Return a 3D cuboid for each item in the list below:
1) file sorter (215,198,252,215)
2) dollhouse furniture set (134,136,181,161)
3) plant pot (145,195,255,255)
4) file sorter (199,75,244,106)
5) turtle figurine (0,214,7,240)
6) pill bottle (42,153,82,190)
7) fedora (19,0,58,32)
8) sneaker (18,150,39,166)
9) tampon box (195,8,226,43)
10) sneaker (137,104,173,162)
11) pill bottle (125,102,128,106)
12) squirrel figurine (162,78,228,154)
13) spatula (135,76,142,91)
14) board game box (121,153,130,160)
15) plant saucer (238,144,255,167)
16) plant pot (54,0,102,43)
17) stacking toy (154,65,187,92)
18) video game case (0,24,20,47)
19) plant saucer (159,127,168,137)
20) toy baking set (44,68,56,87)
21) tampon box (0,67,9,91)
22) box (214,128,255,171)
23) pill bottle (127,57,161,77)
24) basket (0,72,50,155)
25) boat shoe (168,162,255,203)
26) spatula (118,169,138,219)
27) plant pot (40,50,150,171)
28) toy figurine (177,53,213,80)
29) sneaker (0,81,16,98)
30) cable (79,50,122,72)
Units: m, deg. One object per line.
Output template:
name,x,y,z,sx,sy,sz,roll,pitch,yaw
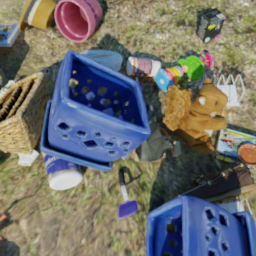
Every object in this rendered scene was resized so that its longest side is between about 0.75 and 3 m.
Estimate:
file sorter,3.225,2.596,8.666,0.957,0.596,0.664,-7,60,-5
dollhouse furniture set,0.961,0.669,9.683,1.528,0.676,0.792,-7,76,-4
plant pot,1.867,3.274,7.100,2.217,2.466,2.465,10,61,-14
file sorter,3.668,-1.507,10.995,1.453,0.904,1.008,0,59,-1
turtle figurine,-4.227,3.711,7.818,2.423,0.780,1.954,-36,65,-19
pill bottle,-2.255,1.028,9.346,1.067,1.067,1.843,-17,60,-10
fedora,-3.886,-5.267,12.644,1.123,2.754,2.754,30,58,-18
sneaker,-3.753,0.946,9.795,1.062,0.391,0.614,20,59,12
tampon box,3.734,-4.657,12.758,0.869,1.159,0.732,-23,61,-14
sneaker,0.934,0.185,9.466,1.117,0.746,1.950,2,92,-15
pill bottle,0.081,-1.282,11.055,0.484,0.484,0.848,38,78,21
squirrel figurine,2.279,-0.618,9.636,2.352,2.195,1.664,21,56,16
spatula,0.362,-2.026,11.742,0.377,0.137,1.335,-3,61,-1
board game box,-0.263,0.649,10.056,0.802,0.247,0.802,19,61,11
plant saucer,4.136,0.938,9.511,0.812,0.131,0.812,0,59,0
plant pot,-2.101,-5.096,12.777,1.874,1.874,1.678,24,45,14
stacking toy,1.912,-2.191,11.439,1.492,0.819,0.866,-32,83,-24
video game case,-6.496,-4.200,12.705,2.834,0.255,2.029,-2,42,-1
plant saucer,1.002,0.366,10.264,1.027,0.192,1.027,1,59,-1
toy baking set,-3.481,-2.104,11.797,1.250,0.145,0.959,-30,63,-17
tampon box,-6.420,-2.186,10.988,2.553,1.611,1.913,-32,64,-18
box,4.213,0.824,9.877,2.115,0.367,1.164,16,60,10
pill bottle,0.643,-2.502,11.594,1.284,0.733,0.733,2,57,-16
basket,-3.912,-0.632,9.634,1.810,1.889,2.536,8,48,4
boat shoe,2.552,1.890,8.817,2.931,1.032,1.031,-14,68,-13
spatula,-0.114,1.977,8.772,0.600,0.218,2.123,-21,33,4
plant pot,-1.211,-0.336,8.780,2.751,2.473,2.750,21,37,-25
toy figurine,3.006,-2.769,11.947,1.232,1.005,1.338,-31,38,-32
sneaker,-4.803,-1.195,10.949,0.568,0.599,1.484,13,57,9
cable,-1.181,-2.677,11.447,1.913,0.662,1.913,-10,31,-21
